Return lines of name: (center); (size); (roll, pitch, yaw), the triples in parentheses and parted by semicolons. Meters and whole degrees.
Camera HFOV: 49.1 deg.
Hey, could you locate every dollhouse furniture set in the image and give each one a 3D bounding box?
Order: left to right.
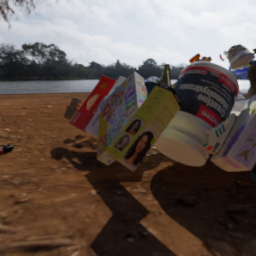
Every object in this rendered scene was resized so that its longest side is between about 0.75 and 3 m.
dollhouse furniture set: (-1.939, -0.526, 13.093); (1.973, 1.016, 1.951); (20, -8, 42)

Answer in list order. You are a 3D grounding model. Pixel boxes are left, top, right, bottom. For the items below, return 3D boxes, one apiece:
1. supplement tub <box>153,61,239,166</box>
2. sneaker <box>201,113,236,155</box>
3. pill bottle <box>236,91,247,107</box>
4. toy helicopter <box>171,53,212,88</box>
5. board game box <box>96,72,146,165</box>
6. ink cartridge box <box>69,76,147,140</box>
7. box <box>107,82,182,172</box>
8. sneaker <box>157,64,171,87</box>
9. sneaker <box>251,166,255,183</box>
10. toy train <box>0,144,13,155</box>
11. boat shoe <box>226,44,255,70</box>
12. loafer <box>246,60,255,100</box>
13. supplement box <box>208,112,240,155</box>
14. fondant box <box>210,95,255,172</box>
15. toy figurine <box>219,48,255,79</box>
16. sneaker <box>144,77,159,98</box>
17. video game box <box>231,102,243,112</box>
supplement tub: (2.170, -0.463, 9.081); (2.055, 2.928, 2.055); (25, -20, 10)
sneaker: (2.429, 0.079, 7.560); (0.582, 1.246, 0.439); (28, 1, 18)
pill bottle: (5.054, -0.945, 13.574); (1.628, 1.628, 2.933); (-3, 40, -15)
toy helicopter: (2.676, -2.349, 12.037); (2.206, 0.870, 1.459); (-37, -1, 42)
board game box: (-0.203, -0.409, 9.397); (0.497, 1.953, 2.906); (34, 31, -27)
ink cartridge box: (-0.915, -0.902, 11.598); (2.435, 2.763, 0.618); (25, -15, 24)
box: (0.445, -0.025, 6.866); (0.538, 2.149, 0.809); (29, -11, 38)
sneaker: (1.399, -1.888, 11.060); (0.551, 1.227, 0.411); (-2, 17, 18)
sneaker: (3.716, 0.925, 7.541); (0.494, 1.206, 0.442); (1, 29, -7)
toy train: (-4.850, 0.898, 10.389); (0.351, 0.261, 1.531); (17, 15, 17)
boat shoe: (2.869, -1.909, 7.310); (0.615, 0.561, 1.708); (-27, 5, 23)
loafer: (4.484, -1.372, 8.928); (1.006, 0.978, 2.754); (-30, -31, 6)
supplement box: (3.839, 0.242, 10.164); (2.533, 1.596, 0.931); (9, 14, 41)
fondant box: (3.441, 0.077, 7.956); (0.696, 2.388, 1.723); (33, -8, 6)
toy figurine: (4.155, -2.224, 9.919); (1.694, 1.015, 0.894); (-8, -12, 14)
sneaker: (1.054, -1.921, 13.031); (2.186, 0.828, 0.842); (-7, 41, -48)
video game box: (2.960, -0.772, 12.127); (2.602, 0.668, 2.856); (25, -22, -12)
